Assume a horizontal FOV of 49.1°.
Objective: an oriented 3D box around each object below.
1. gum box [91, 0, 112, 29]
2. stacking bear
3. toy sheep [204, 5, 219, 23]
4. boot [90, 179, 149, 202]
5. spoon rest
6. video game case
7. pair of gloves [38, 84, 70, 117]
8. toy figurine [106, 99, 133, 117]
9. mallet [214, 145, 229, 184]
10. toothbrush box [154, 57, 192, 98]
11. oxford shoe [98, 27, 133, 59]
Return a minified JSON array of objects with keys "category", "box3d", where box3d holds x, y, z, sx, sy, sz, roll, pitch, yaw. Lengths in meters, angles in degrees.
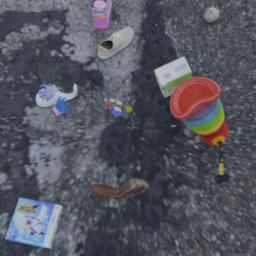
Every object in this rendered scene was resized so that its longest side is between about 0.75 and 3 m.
[{"category":"gum box","box3d":[-1.208,-5.806,13.125,0.666,1.142,2.013,4,62,2]},{"category":"stacking bear","box3d":[2.589,-0.339,9.386,1.553,2.558,1.454,-32,40,13]},{"category":"toy sheep","box3d":[3.948,-5.337,13.159,1.000,0.690,0.690,-31,66,-16]},{"category":"boot","box3d":[-0.246,1.658,7.805,1.248,1.339,0.430,19,56,-27]},{"category":"spoon rest","box3d":[-2.827,-1.283,11.139,1.783,0.540,0.886,-10,60,10]},{"category":"video game case","box3d":[-2.952,2.996,8.865,1.429,0.325,1.296,9,61,5]},{"category":"pair of gloves","box3d":[-2.689,-1.057,10.239,1.327,0.151,1.067,55,32,-14]},{"category":"toy figurine","box3d":[-0.302,-0.467,8.549,0.852,0.449,0.510,20,38,-15]},{"category":"mallet","box3d":[2.904,1.191,8.914,0.445,1.351,0.278,-21,23,-10]},{"category":"toothbrush box","box3d":[1.596,-1.726,9.801,1.091,1.498,0.645,-23,78,7]},{"category":"oxford shoe","box3d":[-0.519,-3.858,12.391,0.809,0.622,2.153,36,65,21]}]
